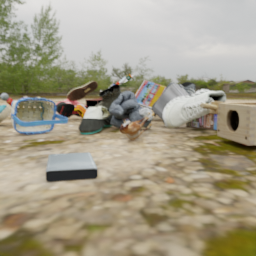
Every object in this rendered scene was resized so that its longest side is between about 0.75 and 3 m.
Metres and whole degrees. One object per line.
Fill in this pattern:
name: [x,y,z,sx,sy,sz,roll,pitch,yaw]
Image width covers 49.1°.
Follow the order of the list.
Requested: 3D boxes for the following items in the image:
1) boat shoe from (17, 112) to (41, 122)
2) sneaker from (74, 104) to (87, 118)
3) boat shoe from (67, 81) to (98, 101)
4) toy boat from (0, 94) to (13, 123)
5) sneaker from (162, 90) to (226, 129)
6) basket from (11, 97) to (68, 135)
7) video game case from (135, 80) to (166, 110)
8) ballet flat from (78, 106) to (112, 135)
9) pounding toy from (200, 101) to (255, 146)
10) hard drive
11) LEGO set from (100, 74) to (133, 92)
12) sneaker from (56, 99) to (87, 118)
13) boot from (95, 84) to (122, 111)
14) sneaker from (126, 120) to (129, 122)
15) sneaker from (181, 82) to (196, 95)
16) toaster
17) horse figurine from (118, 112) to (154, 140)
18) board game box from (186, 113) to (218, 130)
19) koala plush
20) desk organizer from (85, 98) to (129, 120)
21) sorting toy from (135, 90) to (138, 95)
boat shoe: [-3.726,-0.493,10.921,1.497,0.469,0.549,-5,32,0]
sneaker: [-1.782,-0.518,12.025,1.221,0.471,0.446,35,-30,-15]
boat shoe: [-2.241,-1.764,13.670,1.620,0.598,0.599,-26,17,-14]
toy boat: [-5.372,-0.782,11.779,1.292,0.714,1.537,-23,32,35]
sneaker: [2.322,-0.740,9.821,2.602,0.978,1.054,-27,15,-25]
basket: [-3.027,-0.365,9.119,1.547,1.220,1.755,-4,21,-43]
video game case: [1.367,-1.485,13.639,1.994,1.425,0.174,22,-22,22]
ballet flat: [-1.192,-0.352,10.387,0.859,0.864,2.526,0,8,13]
pounding toy: [3.042,-0.150,7.880,2.155,1.122,2.453,-2,8,-11]
hard drive: [-1.048,0.688,5.133,0.836,0.197,1.198,-2,8,-13]
LEGO set: [-0.736,-2.406,15.648,2.161,0.710,2.893,-44,12,-10]
sneaker: [-2.963,-1.007,13.711,0.954,0.811,2.200,35,13,21]
boot: [-1.157,-1.351,13.549,2.017,0.683,1.317,-31,-27,3]
sneaker: [0.324,-0.428,12.352,0.978,0.413,0.366,-1,18,27]
sneaker: [2.339,-1.072,12.735,0.786,2.096,1.210,28,-27,18]
toaster: [1.750,-0.821,11.042,0.991,1.743,1.126,14,29,-53]
horse figurine: [0.243,0.004,8.035,1.029,0.387,1.552,-37,-11,-9]
board game box: [3.203,-0.360,11.091,1.126,0.684,1.413,-7,9,-42]
koala plush: [0.254,-0.533,10.305,1.488,1.367,1.319,29,-23,15]
desk organizer: [-0.891,-1.026,14.852,2.911,1.044,1.121,6,12,40]
sorting toy: [1.355,-1.582,14.486,2.472,1.392,0.337,29,-10,45]
